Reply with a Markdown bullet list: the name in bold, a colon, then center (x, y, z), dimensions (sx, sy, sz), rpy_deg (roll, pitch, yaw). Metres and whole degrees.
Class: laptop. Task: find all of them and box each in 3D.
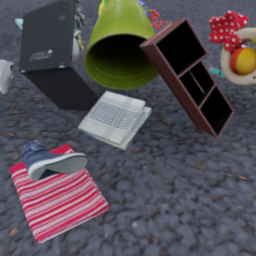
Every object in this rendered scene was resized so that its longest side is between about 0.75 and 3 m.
- **laptop**: center (-1.525, -1.614, 6.823), dimensions (2.179, 2.328, 1.349), rpy_deg (6, 3, 42)

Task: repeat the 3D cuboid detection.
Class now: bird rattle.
- **bird rattle**: center (2.939, -1.980, 7.092), dimensions (1.257, 1.819, 2.231), rpy_deg (-11, 25, -44)

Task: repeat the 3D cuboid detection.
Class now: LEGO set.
- **LEGO set**: center (-1.628, -3.567, 8.955), dimensions (0.732, 1.678, 2.584), rpy_deg (-13, 1, 0)

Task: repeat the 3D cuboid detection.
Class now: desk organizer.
- **desk organizer**: center (1.618, -1.166, 6.907), dimensions (1.029, 2.870, 1.105), rpy_deg (-38, 16, 1)

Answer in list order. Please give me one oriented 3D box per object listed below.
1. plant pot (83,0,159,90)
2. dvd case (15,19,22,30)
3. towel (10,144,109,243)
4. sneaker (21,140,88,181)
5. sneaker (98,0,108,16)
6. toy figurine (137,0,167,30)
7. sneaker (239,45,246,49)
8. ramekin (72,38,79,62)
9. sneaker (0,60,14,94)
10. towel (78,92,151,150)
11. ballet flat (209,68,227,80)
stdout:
- **plant pot**: center (-0.141, -2.680, 8.376), dimensions (2.236, 2.236, 2.153), rpy_deg (-1, 59, -1)
- **dvd case**: center (-2.661, -2.854, 8.059), dimensions (0.689, 0.104, 0.944), rpy_deg (53, 37, 6)
- **towel**: center (-1.915, 1.553, 7.457), dimensions (1.902, 0.296, 2.630), rpy_deg (-21, 44, -23)
- **sneaker**: center (-1.616, 0.606, 6.045), dimensions (1.333, 0.507, 0.963), rpy_deg (-5, 30, -38)
- **sneaker**: center (-0.378, -4.665, 9.853), dimensions (1.118, 1.024, 2.624), rpy_deg (-23, 63, 36)
- **toy figurine**: center (0.477, -4.410, 10.299), dimensions (0.993, 1.128, 1.883), rpy_deg (-33, 50, 0)
- **sneaker**: center (4.088, -2.210, 9.479), dimensions (0.872, 0.804, 1.977), rpy_deg (7, 50, -37)
- **ramekin**: center (-2.282, -2.745, 9.506), dimensions (1.234, 1.234, 0.575), rpy_deg (27, 49, 29)
- **sneaker**: center (-3.741, -1.569, 8.633), dimensions (0.436, 1.064, 0.398), rpy_deg (2, -3, -10)
- **towel**: center (-0.244, -0.189, 5.260), dimensions (1.107, 0.191, 1.066), rpy_deg (21, 59, 23)
- **ballet flat**: center (3.211, -1.878, 9.789), dimensions (0.809, 0.281, 0.281), rpy_deg (27, 45, 13)
